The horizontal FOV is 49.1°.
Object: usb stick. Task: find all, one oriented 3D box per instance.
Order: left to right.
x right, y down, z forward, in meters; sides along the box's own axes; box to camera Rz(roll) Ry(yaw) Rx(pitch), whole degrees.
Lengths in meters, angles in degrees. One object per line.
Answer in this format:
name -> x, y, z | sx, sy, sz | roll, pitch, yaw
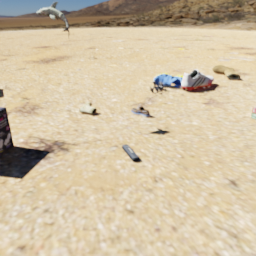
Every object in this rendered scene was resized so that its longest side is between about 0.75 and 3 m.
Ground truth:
usb stick -> 0.071, 0.830, 9.354 | 0.278, 0.163, 1.002 | -10, 27, -20

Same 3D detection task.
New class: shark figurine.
shark figurine -> -2.476, -3.886, 10.022 | 1.331, 0.795, 0.555 | 37, -15, -4

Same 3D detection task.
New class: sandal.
sandal -> 2.421, -2.686, 16.177 | 1.964, 0.780, 0.855 | 0, 29, 3

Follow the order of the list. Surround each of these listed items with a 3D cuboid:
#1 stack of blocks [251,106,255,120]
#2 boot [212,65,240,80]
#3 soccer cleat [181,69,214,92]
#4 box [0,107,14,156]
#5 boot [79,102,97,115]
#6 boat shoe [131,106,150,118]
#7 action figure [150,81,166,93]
stack of blocks -> 6.295, -0.735, 12.260 | 1.730, 0.507, 0.996 | -21, 32, -38
boot -> 6.401, -3.624, 18.348 | 1.519, 0.574, 1.735 | 4, 26, 8
soccer cleat -> 4.046, -2.833, 16.000 | 2.628, 1.120, 0.902 | -19, 31, -34
box -> -5.502, 0.160, 9.121 | 2.713, 1.557, 1.793 | 7, 26, 15
boot -> -1.714, -0.892, 12.815 | 0.694, 0.325, 0.893 | 11, 29, 22
boat shoe -> 0.562, -0.780, 12.529 | 1.012, 0.366, 0.366 | 19, 31, 35
action figure -> 1.673, -2.336, 15.597 | 0.694, 0.596, 1.168 | 1, 25, 29
